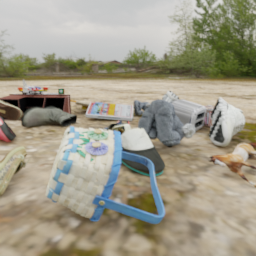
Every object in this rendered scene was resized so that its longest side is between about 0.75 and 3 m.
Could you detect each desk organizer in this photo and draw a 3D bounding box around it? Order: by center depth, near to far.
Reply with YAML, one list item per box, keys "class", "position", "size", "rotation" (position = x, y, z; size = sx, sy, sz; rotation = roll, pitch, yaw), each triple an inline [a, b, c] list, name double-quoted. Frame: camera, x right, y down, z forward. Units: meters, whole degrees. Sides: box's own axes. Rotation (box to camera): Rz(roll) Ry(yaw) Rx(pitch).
- class: "desk organizer"
  position: [-4.104, -0.894, 12.366]
  size: [2.911, 1.044, 1.121]
  rotation: [1, 15, 6]

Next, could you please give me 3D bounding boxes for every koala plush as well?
- class: "koala plush"
  position: [1.159, 0.008, 8.031]
  size: [1.319, 1.367, 1.488]
  rotation: [-8, -20, 42]
- class: "koala plush"
  position: [0.687, -1.014, 13.173]
  size: [0.792, 0.727, 0.702]
  rotation: [-13, 7, -13]

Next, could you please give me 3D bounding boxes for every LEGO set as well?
- class: "LEGO set"
  position: [-4.109, -1.801, 13.189]
  size: [2.161, 0.710, 2.893]
  rotation: [-4, 7, -35]

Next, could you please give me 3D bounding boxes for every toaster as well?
- class: "toaster"
  position: [2.097, -0.446, 10.247]
  size: [1.126, 0.991, 1.743]
  rotation: [18, 18, 31]

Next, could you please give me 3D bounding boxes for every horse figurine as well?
- class: "horse figurine"
  position: [2.546, 0.662, 5.997]
  size: [1.552, 0.387, 1.029]
  rotation: [-29, 43, -36]

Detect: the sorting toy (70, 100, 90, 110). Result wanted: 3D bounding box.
- class: "sorting toy"
  position: [-1.870, -1.045, 14.029]
  size: [2.472, 0.337, 1.392]
  rotation: [11, 5, 7]

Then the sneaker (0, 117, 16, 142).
- class: "sneaker"
  position: [-4.391, 0.112, 8.986]
  size: [2.200, 0.811, 0.954]
  rotation: [24, 58, 42]

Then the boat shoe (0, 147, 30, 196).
- class: "boat shoe"
  position: [-2.403, 0.864, 5.676]
  size: [0.469, 0.549, 1.497]
  rotation: [34, 22, -6]

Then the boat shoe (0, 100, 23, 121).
- class: "boat shoe"
  position: [-4.183, -0.627, 9.095]
  size: [1.620, 0.598, 0.599]
  rotation: [25, 1, 2]

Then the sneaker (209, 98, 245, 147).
- class: "sneaker"
  position: [3.223, -0.166, 8.931]
  size: [1.054, 0.978, 2.602]
  rotation: [24, 32, 7]

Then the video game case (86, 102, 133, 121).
- class: "video game case"
  position: [-0.788, -0.752, 12.498]
  size: [1.994, 0.174, 1.425]
  rotation: [5, 28, 0]

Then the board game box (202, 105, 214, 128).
- class: "board game box"
  position: [3.414, -0.441, 11.049]
  size: [1.126, 0.684, 1.413]
  rotation: [-10, 16, -37]

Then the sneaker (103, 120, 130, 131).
- class: "sneaker"
  position: [-0.407, -0.082, 10.101]
  size: [0.978, 0.413, 0.366]
  rotation: [-4, 13, -13]

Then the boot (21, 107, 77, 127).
- class: "boot"
  position: [-2.998, -0.371, 10.915]
  size: [1.317, 0.683, 2.017]
  rotation: [17, 22, 25]

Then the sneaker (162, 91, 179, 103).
- class: "sneaker"
  position: [1.512, -0.821, 12.077]
  size: [0.786, 1.210, 2.096]
  rotation: [39, -3, 10]

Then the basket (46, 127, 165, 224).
- class: "basket"
  position: [-0.313, 0.759, 4.517]
  size: [1.755, 1.220, 1.547]
  rotation: [22, 22, -16]

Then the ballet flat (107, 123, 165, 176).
- class: "ballet flat"
  position: [0.013, 0.393, 6.920]
  size: [0.859, 0.864, 2.526]
  rotation: [-11, 16, -27]
